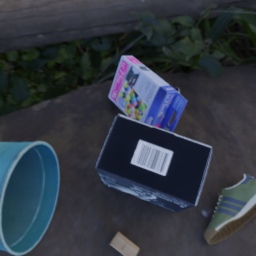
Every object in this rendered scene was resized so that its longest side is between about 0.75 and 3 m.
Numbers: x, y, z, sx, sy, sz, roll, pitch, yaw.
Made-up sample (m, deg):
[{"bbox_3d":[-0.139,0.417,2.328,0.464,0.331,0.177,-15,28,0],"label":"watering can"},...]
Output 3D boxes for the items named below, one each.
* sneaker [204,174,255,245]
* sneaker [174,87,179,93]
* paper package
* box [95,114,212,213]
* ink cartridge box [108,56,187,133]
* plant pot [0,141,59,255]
[{"bbox_3d":[3.124,2.394,8.546,2.410,0.808,1.082,-41,40,6],"label":"sneaker"},{"bbox_3d":[1.404,-1.055,9.745,0.410,0.439,1.108,31,53,31],"label":"sneaker"},{"bbox_3d":[-0.100,3.442,8.156,0.794,0.757,0.411,34,74,11],"label":"paper package"},{"bbox_3d":[0.642,1.151,7.998,2.609,2.565,1.617,19,72,7],"label":"box"},{"bbox_3d":[0.494,-0.928,8.877,0.576,1.637,2.743,-12,45,-42],"label":"ink cartridge box"},{"bbox_3d":[-3.822,1.710,7.800,2.772,2.950,2.950,5,70,12],"label":"plant pot"}]
